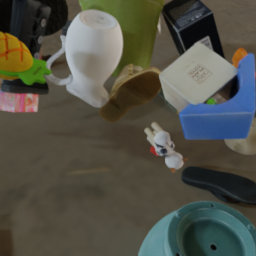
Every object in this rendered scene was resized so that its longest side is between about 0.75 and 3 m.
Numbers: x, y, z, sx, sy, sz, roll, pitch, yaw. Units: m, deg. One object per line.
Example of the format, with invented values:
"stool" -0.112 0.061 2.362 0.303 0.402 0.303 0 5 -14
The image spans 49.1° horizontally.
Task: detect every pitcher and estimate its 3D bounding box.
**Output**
"pitcher" -0.955 -1.430 5.685 1.543 1.798 1.090 16 46 -3

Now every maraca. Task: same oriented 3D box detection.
"maraca" -1.748 -1.014 4.180 1.182 0.632 0.810 25 42 -11

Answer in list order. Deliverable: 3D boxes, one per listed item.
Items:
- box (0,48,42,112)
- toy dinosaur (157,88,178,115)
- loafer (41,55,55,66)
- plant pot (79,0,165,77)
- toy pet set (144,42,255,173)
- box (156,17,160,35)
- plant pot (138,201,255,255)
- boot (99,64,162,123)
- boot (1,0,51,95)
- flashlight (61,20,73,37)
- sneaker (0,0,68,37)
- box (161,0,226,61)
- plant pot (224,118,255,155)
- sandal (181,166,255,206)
"box" -3.105 -1.407 7.772 0.891 1.882 0.966 9 7 20
"toy dinosaur" 1.596 -1.516 11.013 1.304 0.702 2.958 -17 48 -20
"loafer" -4.312 -3.116 12.994 1.858 0.663 0.678 -23 44 -27
"plant pot" -0.221 -2.867 8.333 2.858 2.714 2.858 2 11 0
"toy pet set" 1.723 -0.314 5.209 2.811 2.625 1.493 -41 62 -4
"box" 0.102 -4.204 10.755 2.065 1.320 1.125 -7 65 17
"plant pot" 1.395 2.452 4.989 2.631 1.763 2.631 1 38 0
"boot" 0.175 -1.110 6.777 0.717 1.969 1.530 37 45 -17
"boot" -2.089 -1.730 6.194 0.633 1.929 1.590 11 9 4
"flashlight" -1.080 -3.164 9.936 2.515 0.851 0.854 12 64 -14
"sneaker" -2.874 -2.680 6.484 1.308 1.131 2.987 27 40 37
"box" 2.048 -2.978 8.935 1.150 1.856 1.825 -28 43 9
"plant pot" 3.700 0.124 8.729 1.224 0.822 1.224 0 37 0
"sandal" 2.427 1.532 7.281 2.133 0.510 0.802 14 39 37
